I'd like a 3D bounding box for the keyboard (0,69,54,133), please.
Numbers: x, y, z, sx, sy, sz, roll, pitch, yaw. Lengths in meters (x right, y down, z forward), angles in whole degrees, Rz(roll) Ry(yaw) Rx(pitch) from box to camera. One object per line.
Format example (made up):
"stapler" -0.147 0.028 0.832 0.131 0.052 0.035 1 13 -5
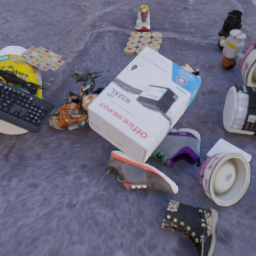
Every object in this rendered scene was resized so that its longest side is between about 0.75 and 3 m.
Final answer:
"keyboard" -3.176 -0.975 6.907 2.700 0.535 1.406 24 51 -8

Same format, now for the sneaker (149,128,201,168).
"sneaker" 0.781 0.531 7.488 2.352 0.875 1.029 0 56 4

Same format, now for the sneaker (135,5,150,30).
"sneaker" 0.682 -5.166 13.163 0.702 0.741 1.803 0 46 0

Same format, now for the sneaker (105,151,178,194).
"sneaker" 0.287 1.282 6.976 1.942 0.748 0.795 24 77 25

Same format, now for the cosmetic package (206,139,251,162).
"cosmetic package" 2.694 0.791 7.537 0.931 0.241 0.702 35 67 31

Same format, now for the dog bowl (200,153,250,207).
"dog bowl" 2.253 1.160 6.616 1.287 1.287 0.475 -23 19 -22

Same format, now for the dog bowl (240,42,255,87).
"dog bowl" 4.666 -2.066 9.067 2.172 2.172 0.801 -9 46 -9

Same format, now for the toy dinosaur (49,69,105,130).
"toy dinosaur" -1.074 -0.728 8.371 2.649 1.353 1.798 -3 47 1

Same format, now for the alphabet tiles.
"alphabet tiles" -2.668 -2.175 8.775 1.173 0.037 0.976 25 44 2

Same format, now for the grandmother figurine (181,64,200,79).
"grandmother figurine" 2.359 -1.988 10.361 0.606 0.303 0.999 -33 51 6

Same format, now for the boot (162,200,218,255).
"boot" 1.277 2.212 5.954 1.121 0.545 1.489 15 42 13

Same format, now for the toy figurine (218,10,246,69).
"toy figurine" 4.646 -3.184 10.707 2.351 1.636 2.315 8 51 6

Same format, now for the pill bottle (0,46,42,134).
"pill bottle" -3.542 -1.324 8.734 1.622 1.622 2.877 -9 46 -9

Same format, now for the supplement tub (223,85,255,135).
"supplement tub" 4.006 -0.432 7.996 2.257 1.382 1.382 8 46 6

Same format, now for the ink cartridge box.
"ink cartridge box" 0.405 -0.611 7.002 1.735 1.001 2.392 35 67 12

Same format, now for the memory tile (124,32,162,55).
"memory tile" 0.686 -3.661 12.083 1.466 0.161 1.913 9 46 8
